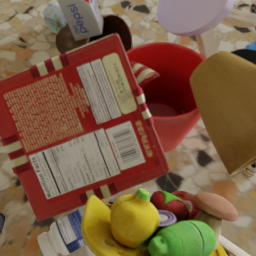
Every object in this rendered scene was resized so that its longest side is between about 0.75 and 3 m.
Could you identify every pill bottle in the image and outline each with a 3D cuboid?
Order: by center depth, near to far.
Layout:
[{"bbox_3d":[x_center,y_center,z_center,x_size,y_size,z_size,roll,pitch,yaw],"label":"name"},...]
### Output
[{"bbox_3d":[-1.306,2.432,6.539,1.434,0.796,0.796,-25,61,-15],"label":"pill bottle"}]

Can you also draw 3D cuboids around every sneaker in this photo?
[{"bbox_3d":[3.376,0.795,7.785,0.394,0.474,1.051,-4,57,-3],"label":"sneaker"}]

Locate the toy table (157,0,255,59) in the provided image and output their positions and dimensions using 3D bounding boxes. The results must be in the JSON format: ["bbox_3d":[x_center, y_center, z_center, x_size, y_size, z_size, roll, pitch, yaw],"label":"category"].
[{"bbox_3d":[1.954,-2.867,6.967,1.368,2.147,2.336,12,23,-34],"label":"toy table"}]

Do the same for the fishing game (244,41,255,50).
[{"bbox_3d":[4.994,-2.592,9.922,2.489,0.387,1.783,-10,58,2],"label":"fishing game"}]

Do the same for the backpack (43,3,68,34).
[{"bbox_3d":[-2.455,-4.085,10.650,1.490,0.943,1.244,25,63,18],"label":"backpack"}]

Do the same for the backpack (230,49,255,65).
[{"bbox_3d":[3.227,-1.363,7.219,1.046,1.361,1.110,-37,39,-15],"label":"backpack"}]

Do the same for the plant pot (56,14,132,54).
[{"bbox_3d":[-1.349,-2.751,9.344,2.191,2.048,2.048,21,58,35],"label":"plant pot"}]

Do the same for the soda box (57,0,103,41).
[{"bbox_3d":[-1.319,-3.302,6.698,0.768,2.251,0.714,-10,46,11],"label":"soda box"}]

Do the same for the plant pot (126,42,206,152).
[{"bbox_3d":[0.824,-0.624,7.622,2.575,2.279,2.575,0,58,0],"label":"plant pot"}]

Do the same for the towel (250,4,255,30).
[{"bbox_3d":[4.022,-2.752,7.199,1.689,0.723,1.399,11,53,1],"label":"towel"}]

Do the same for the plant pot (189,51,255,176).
[{"bbox_3d":[2.185,-0.451,5.466,1.920,1.920,2.060,-26,69,-16],"label":"plant pot"}]

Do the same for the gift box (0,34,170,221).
[{"bbox_3d":[-0.490,-0.075,5.067,2.663,2.486,2.457,-16,97,2],"label":"gift box"}]

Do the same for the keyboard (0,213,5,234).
[{"bbox_3d":[-4.293,2.364,6.901,2.404,0.308,1.444,4,64,2],"label":"keyboard"}]

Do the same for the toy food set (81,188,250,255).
[{"bbox_3d":[0.693,1.193,3.840,2.646,0.864,1.557,15,8,-35],"label":"toy food set"}]
